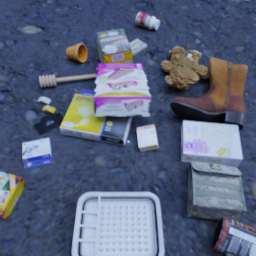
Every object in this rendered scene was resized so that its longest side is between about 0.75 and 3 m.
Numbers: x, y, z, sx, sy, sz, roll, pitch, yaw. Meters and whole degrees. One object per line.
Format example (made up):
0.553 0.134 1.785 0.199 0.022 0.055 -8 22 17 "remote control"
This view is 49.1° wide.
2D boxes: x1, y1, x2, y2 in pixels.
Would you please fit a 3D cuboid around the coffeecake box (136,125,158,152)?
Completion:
0.654 0.351 9.574 0.635 0.302 0.827 -11 54 8 "coffeecake box"

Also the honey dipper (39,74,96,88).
-2.234 -2.012 11.300 2.584 0.491 0.491 -9 54 -8 "honey dipper"

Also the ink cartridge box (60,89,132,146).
-0.993 -0.585 10.219 2.292 0.545 2.319 9 56 8 "ink cartridge box"

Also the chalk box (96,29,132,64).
-0.627 -3.272 11.784 1.206 1.200 1.939 -12 53 -7 "chalk box"

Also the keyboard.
-2.876 -0.210 10.176 1.085 0.139 0.651 -31 66 -22 "keyboard"

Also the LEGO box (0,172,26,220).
-3.779 1.991 8.328 0.902 0.467 1.211 12 54 8 "LEGO box"

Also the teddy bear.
2.282 -2.423 11.472 1.955 0.900 2.696 1 46 -10 "teddy bear"

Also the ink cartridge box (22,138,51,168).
-3.056 0.828 9.366 0.920 0.187 0.922 -12 54 -9 "ink cartridge box"

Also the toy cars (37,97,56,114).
-3.105 -0.889 10.544 0.469 0.231 1.045 -29 54 -11 "toy cars"

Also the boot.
3.048 -1.535 10.302 2.739 0.996 2.909 11 64 5 "boot"

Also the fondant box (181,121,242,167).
2.735 0.516 9.376 1.867 0.544 1.347 4 54 4 "fondant box"

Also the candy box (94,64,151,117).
-0.255 -1.449 10.115 1.872 0.838 2.746 -1 36 -4 "candy box"

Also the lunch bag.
2.518 1.717 8.209 1.437 1.030 1.752 7 48 4 "lunch bag"

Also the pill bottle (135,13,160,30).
0.943 -5.114 13.503 1.077 0.608 0.608 26 58 17 "pill bottle"

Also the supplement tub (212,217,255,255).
3.163 3.071 7.250 1.745 0.933 0.933 20 56 14 "supplement tub"

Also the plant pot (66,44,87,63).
-2.259 -3.218 12.077 0.700 0.765 0.765 7 52 25 "plant pot"

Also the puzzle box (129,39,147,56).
0.286 -3.660 12.723 0.989 0.126 0.658 -39 62 -25 "puzzle box"

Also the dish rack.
-0.260 2.763 7.665 2.345 0.511 2.013 -1 48 0 "dish rack"
